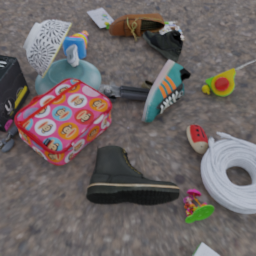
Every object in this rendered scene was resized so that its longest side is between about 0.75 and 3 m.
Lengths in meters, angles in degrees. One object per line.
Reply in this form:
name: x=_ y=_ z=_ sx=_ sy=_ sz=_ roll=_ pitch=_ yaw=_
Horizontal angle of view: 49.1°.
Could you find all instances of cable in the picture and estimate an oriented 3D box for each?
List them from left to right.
cable: x=2.966 y=1.252 z=7.476 sx=2.064 sy=0.714 sz=2.064 roll=18 pitch=55 yaw=12

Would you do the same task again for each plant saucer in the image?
plant saucer: x=-2.167 y=-1.822 z=9.988 sx=2.380 sy=0.458 sz=2.380 roll=0 pitch=54 yaw=0

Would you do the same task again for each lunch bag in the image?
lunch bag: x=-1.966 y=-0.345 z=8.398 sx=2.245 sy=1.044 sz=2.549 roll=34 pitch=57 yaw=18

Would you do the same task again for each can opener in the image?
can opener: x=-3.473 y=0.231 z=8.577 sx=0.413 sy=0.330 sz=1.235 roll=42 pitch=57 yaw=-10
can opener: x=-0.162 y=-1.113 z=9.499 sx=1.774 sy=0.593 sz=0.473 roll=6 pitch=52 yaw=-12

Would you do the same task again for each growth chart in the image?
growth chart: x=1.772 y=-4.118 z=11.916 sx=1.041 sy=0.128 sz=1.438 roll=-6 pitch=52 yaw=-6

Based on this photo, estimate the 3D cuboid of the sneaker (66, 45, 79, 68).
sneaker: x=-1.972 y=-2.550 z=10.010 sx=0.419 sy=0.406 sz=1.147 roll=-17 pitch=45 yaw=12

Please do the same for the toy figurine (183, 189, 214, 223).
toy figurine: x=1.679 y=1.943 z=7.191 sx=0.787 sy=0.591 sz=0.724 roll=-31 pitch=41 yaw=7

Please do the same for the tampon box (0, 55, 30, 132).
tampon box: x=-4.772 y=-1.211 z=8.798 sx=2.487 sy=1.570 sz=1.864 roll=11 pitch=54 yaw=8

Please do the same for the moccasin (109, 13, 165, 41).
moccasin: x=0.367 y=-4.129 z=11.509 sx=2.335 sy=0.854 sz=0.902 roll=-8 pitch=46 yaw=-14

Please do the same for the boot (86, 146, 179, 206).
boot: x=0.147 y=1.137 z=7.488 sx=2.353 sy=0.911 sz=1.627 roll=2 pitch=50 yaw=1

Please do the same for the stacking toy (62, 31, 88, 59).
stacking toy: x=-1.927 y=-3.439 z=11.086 sx=0.891 sy=0.843 sz=1.536 roll=6 pitch=42 yaw=8

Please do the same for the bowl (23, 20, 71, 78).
bowl: x=-2.660 y=-2.653 z=8.812 sx=0.934 sy=1.991 sz=1.991 roll=28 pitch=51 yaw=-20

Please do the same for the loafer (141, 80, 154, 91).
loafer: x=0.909 y=-1.350 z=9.678 sx=1.006 sy=0.339 sz=0.383 roll=20 pitch=56 yaw=13

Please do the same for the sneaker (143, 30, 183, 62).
sneaker: x=1.395 y=-3.461 z=10.774 sx=0.710 sy=1.064 sz=1.857 roll=-16 pitch=50 yaw=-41

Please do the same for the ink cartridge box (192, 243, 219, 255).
ink cartridge box: x=2.023 y=3.405 z=5.911 sx=1.737 sy=0.515 sz=0.902 roll=33 pitch=52 yaw=22

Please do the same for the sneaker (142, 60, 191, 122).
sneaker: x=1.275 y=-1.120 z=9.054 sx=0.987 sy=0.881 sz=2.469 roll=25 pitch=67 yaw=9

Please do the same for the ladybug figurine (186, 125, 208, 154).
ladybug figurine: x=2.073 y=0.281 z=8.287 sx=0.682 sy=0.361 sz=1.005 roll=16 pitch=46 yaw=-34

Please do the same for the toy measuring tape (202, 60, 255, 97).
toy measuring tape: x=3.557 y=-1.586 z=9.320 sx=2.207 sy=0.812 sz=0.812 roll=-22 pitch=50 yaw=21

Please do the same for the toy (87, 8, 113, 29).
toy: x=-1.174 y=-4.723 z=12.263 sx=0.766 sy=0.314 sz=1.330 roll=-24 pitch=56 yaw=-20
